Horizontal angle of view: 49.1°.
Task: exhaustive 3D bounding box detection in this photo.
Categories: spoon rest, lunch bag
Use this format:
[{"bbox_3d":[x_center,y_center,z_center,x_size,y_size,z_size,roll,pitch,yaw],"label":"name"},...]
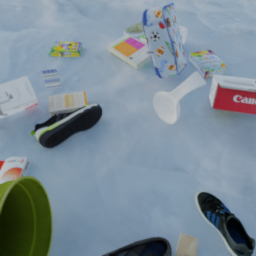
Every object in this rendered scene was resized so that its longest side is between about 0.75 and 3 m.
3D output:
[{"bbox_3d":[1.488,-0.912,9.096,0.730,2.409,1.197,-28,79,-31],"label":"spoon rest"},{"bbox_3d":[1.522,-3.386,11.085,1.066,2.821,2.261,-6,24,24],"label":"lunch bag"}]

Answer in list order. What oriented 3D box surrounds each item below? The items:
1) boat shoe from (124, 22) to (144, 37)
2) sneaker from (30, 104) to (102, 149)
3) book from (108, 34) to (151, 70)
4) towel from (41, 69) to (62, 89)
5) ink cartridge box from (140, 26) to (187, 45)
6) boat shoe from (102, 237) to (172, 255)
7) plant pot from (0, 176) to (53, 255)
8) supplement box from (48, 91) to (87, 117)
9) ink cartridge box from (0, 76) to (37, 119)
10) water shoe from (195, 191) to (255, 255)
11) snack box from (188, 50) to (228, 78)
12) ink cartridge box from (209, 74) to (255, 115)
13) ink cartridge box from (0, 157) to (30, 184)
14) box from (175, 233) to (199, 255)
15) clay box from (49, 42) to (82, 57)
[{"bbox_3d":[0.681,-5.147,14.322,1.946,0.604,0.701,-18,49,-16],"label":"boat shoe"},{"bbox_3d":[-2.082,-0.298,9.485,2.511,0.901,1.040,-29,53,-25],"label":"sneaker"},{"bbox_3d":[0.188,-3.468,12.578,1.272,0.458,1.904,-40,58,-18],"label":"book"},{"bbox_3d":[-3.081,-1.964,11.285,0.633,0.103,0.862,-13,71,-25],"label":"towel"},{"bbox_3d":[1.673,-4.158,13.221,1.422,0.821,1.955,27,52,24],"label":"ink cartridge box"},{"bbox_3d":[-0.290,3.155,6.148,2.850,0.944,0.996,-14,48,-13],"label":"boat shoe"},{"bbox_3d":[-3.225,2.344,6.291,2.211,2.296,2.296,-8,45,10],"label":"plant pot"},{"bbox_3d":[-2.174,-0.800,10.220,1.372,0.504,0.864,-9,48,-7],"label":"supplement box"},{"bbox_3d":[-4.252,-0.869,9.459,2.119,1.552,0.877,-24,94,-18],"label":"ink cartridge box"},{"bbox_3d":[2.469,2.284,7.097,0.705,0.778,1.971,-21,50,-19],"label":"water shoe"},{"bbox_3d":[3.464,-2.824,12.238,1.084,0.404,1.524,-12,48,-11],"label":"snack box"},{"bbox_3d":[4.119,-1.066,9.685,2.328,0.976,2.044,9,23,9],"label":"ink cartridge box"},{"bbox_3d":[-3.727,1.303,8.371,1.259,0.316,1.021,5,46,1],"label":"ink cartridge box"},{"bbox_3d":[1.337,3.080,6.606,0.472,0.386,0.993,13,47,12],"label":"box"},{"bbox_3d":[-2.954,-3.689,13.106,1.455,0.346,0.836,2,46,1],"label":"clay box"}]
